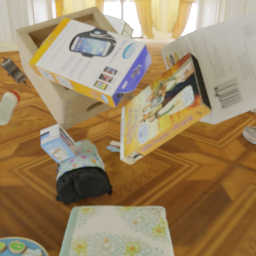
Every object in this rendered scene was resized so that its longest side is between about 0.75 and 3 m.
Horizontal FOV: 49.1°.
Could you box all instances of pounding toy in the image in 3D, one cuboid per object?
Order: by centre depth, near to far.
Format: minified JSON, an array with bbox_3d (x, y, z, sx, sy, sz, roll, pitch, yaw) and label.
[{"bbox_3d":[-0.989,-1.473,7.863,2.985,2.122,2.748,-28,73,-25],"label":"pounding toy"}]

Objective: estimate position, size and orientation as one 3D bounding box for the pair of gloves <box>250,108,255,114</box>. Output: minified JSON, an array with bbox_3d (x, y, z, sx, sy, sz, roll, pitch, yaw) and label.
[{"bbox_3d":[5.530,-1.176,14.204,2.429,0.426,2.065,5,20,6],"label":"pair of gloves"}]

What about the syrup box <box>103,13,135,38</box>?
[{"bbox_3d":[-0.889,-3.087,11.786,1.181,2.900,1.142,25,9,19],"label":"syrup box"}]

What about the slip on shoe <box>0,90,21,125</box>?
[{"bbox_3d":[-3.434,-0.558,7.920,0.543,1.466,0.449,39,38,-13],"label":"slip on shoe"}]

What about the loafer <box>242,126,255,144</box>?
[{"bbox_3d":[5.069,0.326,10.294,0.813,0.711,2.262,-4,24,-10],"label":"loafer"}]

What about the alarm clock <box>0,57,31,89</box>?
[{"bbox_3d":[-3.400,-1.621,8.530,0.394,1.182,0.798,-46,19,-9],"label":"alarm clock"}]

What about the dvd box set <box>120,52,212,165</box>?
[{"bbox_3d":[0.661,-0.393,6.008,0.329,2.235,1.636,30,41,-29],"label":"dvd box set"}]

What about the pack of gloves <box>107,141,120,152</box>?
[{"bbox_3d":[-0.276,0.766,10.068,0.924,0.182,0.777,13,18,15],"label":"pack of gloves"}]

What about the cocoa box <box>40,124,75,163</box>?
[{"bbox_3d":[-1.787,0.406,7.141,0.545,0.818,0.536,-22,48,5],"label":"cocoa box"}]

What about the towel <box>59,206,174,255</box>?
[{"bbox_3d":[-0.224,2.462,5.507,2.173,0.611,2.539,3,23,-2],"label":"towel"}]

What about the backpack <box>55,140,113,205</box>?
[{"bbox_3d":[-1.276,1.158,7.801,1.531,1.161,1.835,-6,22,-9],"label":"backpack"}]

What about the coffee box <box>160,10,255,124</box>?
[{"bbox_3d":[2.898,-1.849,8.815,2.607,2.603,2.578,-21,10,-6],"label":"coffee box"}]

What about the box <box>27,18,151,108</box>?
[{"bbox_3d":[-0.691,-1.327,5.620,2.286,0.474,1.361,25,70,18],"label":"box"}]

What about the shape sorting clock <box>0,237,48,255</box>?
[{"bbox_3d":[-2.517,2.768,4.931,2.283,0.448,2.283,0,23,0],"label":"shape sorting clock"}]
